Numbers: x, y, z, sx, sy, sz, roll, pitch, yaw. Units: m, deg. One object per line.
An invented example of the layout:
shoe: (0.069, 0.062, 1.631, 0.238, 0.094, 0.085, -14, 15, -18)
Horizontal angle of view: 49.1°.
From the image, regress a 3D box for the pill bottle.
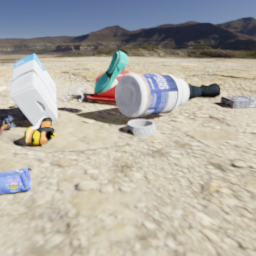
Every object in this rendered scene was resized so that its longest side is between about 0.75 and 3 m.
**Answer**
pill bottle: (1.079, -1.359, 11.255, 2.957, 1.641, 1.641, -9, 20, -41)

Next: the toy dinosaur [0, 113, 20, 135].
toy dinosaur: (-4.518, -0.191, 10.216, 1.057, 0.612, 1.165, -9, 20, 40)

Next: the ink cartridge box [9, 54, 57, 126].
ink cartridge box: (-3.492, -1.412, 10.517, 0.956, 1.658, 2.285, -22, 44, 3)

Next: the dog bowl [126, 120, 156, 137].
dog bowl: (0.453, -0.022, 9.936, 1.089, 0.319, 1.089, -1, 19, 0)

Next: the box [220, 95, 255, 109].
box: (5.510, -1.279, 13.700, 1.526, 0.380, 1.203, -4, 18, -11)

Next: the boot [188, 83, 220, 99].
boot: (4.161, -2.027, 15.312, 1.739, 0.791, 2.070, 0, 11, 12)

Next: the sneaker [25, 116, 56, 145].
sneaker: (-2.678, 0.141, 9.145, 0.784, 0.609, 1.741, 13, 21, 2)

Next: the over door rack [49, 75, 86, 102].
over door rack: (-3.502, -2.042, 15.100, 2.340, 0.780, 1.729, 20, 17, -8)

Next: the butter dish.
butter dish: (-0.513, -2.403, 14.591, 2.660, 1.972, 2.668, 7, 19, 22)

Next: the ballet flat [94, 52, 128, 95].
ballet flat: (-0.612, -2.076, 11.227, 0.729, 2.072, 0.698, 12, 38, -36)

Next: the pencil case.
pencil case: (-2.693, 1.156, 5.947, 1.245, 0.541, 0.486, -5, 35, -13)
